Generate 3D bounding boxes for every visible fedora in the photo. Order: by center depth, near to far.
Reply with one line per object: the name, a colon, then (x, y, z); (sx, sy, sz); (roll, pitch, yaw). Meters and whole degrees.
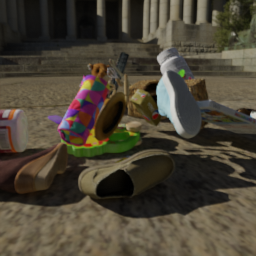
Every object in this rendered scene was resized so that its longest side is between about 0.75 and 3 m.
fedora: (-0.754, -0.454, 9.040); (0.728, 1.786, 1.786); (25, 22, 18)

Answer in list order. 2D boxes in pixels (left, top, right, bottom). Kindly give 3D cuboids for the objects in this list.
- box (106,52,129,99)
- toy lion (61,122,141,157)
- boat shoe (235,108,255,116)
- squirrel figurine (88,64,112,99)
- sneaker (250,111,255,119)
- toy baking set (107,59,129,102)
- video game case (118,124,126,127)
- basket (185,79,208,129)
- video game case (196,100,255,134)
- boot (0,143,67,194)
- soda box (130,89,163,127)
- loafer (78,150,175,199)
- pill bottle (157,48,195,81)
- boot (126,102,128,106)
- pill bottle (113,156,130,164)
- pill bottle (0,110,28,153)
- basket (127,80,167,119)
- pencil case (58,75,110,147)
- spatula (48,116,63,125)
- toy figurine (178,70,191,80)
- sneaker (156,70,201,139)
box: (-0.482, -2.265, 12.345); (0.393, 1.710, 1.359); (19, -17, -6)
toy lion: (-0.985, 0.375, 9.757); (2.422, 0.831, 2.321); (11, 26, 21)
boat shoe: (5.925, -0.720, 14.412); (1.719, 0.605, 0.604); (0, 17, -36)
squirrel figurine: (-1.890, -2.461, 16.839); (2.094, 2.762, 2.959); (-7, 15, -25)
sneaker: (6.145, -0.415, 13.233); (0.526, 0.555, 1.374); (1, 15, -4)
toy baking set: (-0.341, -1.603, 10.069); (0.190, 1.634, 1.254); (-2, -4, 34)
video game case: (-0.202, 0.035, 11.707); (0.888, 0.112, 0.975); (1, 18, 24)
basket: (2.484, -0.954, 11.924); (1.486, 1.995, 1.424); (5, 29, 45)
video game case: (3.495, -0.327, 10.102); (2.964, 0.267, 2.123); (18, -5, -19)
boot: (-2.705, 0.913, 7.285); (1.928, 0.839, 2.318); (2, 16, 4)
soda box: (0.805, -0.790, 11.509); (0.579, 0.613, 1.810); (27, -13, 38)
loafer: (0.098, 1.156, 6.415); (2.384, 0.906, 0.804); (-15, 19, -18)
pill bottle: (2.649, -3.017, 15.312); (1.407, 2.482, 1.407); (-24, -11, -5)
boot: (-0.514, -1.827, 18.920); (2.480, 0.897, 2.063); (-1, 2, 2)
pill bottle: (-0.089, 1.068, 7.293); (0.540, 0.540, 0.988); (9, 17, 31)
pill bottle: (-4.727, 0.134, 9.207); (2.508, 1.432, 1.432); (-1, 14, -6)
basket: (1.526, -1.612, 15.178); (2.013, 1.929, 2.702); (11, 18, 41)
pencil case: (-1.229, -0.518, 7.867); (0.924, 0.924, 2.090); (5, 56, 20)
spatula: (-2.453, -0.224, 12.894); (2.991, 0.307, 0.845); (9, 11, 29)
toy figurine: (2.661, -2.254, 13.373); (0.757, 0.617, 0.822); (28, -39, -24)
sneaker: (1.496, -0.583, 8.860); (1.002, 1.110, 2.710); (13, 45, -19)
